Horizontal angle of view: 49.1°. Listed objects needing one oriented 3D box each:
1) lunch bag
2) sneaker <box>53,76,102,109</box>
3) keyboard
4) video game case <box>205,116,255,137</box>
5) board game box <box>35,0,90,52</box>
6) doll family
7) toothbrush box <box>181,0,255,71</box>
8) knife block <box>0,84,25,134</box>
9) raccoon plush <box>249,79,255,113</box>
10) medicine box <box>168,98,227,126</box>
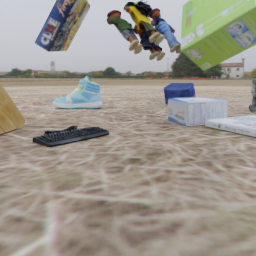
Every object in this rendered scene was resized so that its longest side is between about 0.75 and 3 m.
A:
[{"bbox_3d":[2.799,-1.798,15.521,1.729,1.144,1.174,9,31,41],"label":"lunch bag"},{"bbox_3d":[-2.542,-1.792,14.081,2.482,1.621,0.987,-1,11,0],"label":"sneaker"},{"bbox_3d":[-1.581,0.154,7.488,1.282,0.208,2.017,9,13,40],"label":"keyboard"},{"bbox_3d":[3.879,-0.095,8.626,2.179,0.258,1.983,-6,12,-28],"label":"video game case"},{"bbox_3d":[-1.894,-3.231,8.563,0.458,1.791,2.644,30,12,-10],"label":"board game box"},{"bbox_3d":[0.542,-2.920,8.133,1.099,1.619,2.800,-42,-22,24],"label":"doll family"},{"bbox_3d":[2.765,-3.027,7.344,1.136,1.922,2.639,28,-36,-32],"label":"toothbrush box"},{"bbox_3d":[-3.910,-0.992,7.482,0.890,2.441,2.781,3,11,10],"label":"knife block"},{"bbox_3d":[6.298,-1.409,12.216,1.108,1.534,2.290,-5,12,-27],"label":"raccoon plush"},{"bbox_3d":[2.404,-0.609,9.892,1.579,0.813,1.438,-3,10,-17],"label":"medicine box"}]
